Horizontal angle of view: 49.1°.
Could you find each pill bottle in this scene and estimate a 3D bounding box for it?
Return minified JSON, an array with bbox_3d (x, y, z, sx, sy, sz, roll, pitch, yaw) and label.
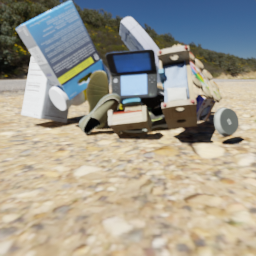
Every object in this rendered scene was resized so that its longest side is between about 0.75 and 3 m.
[{"bbox_3d":[-1.823,-1.601,10.663,1.255,1.255,2.255,12,42,42],"label":"pill bottle"}]

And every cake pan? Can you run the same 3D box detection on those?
[{"bbox_3d":[2.969,-0.183,8.389,0.923,0.923,0.169,-7,-3,-28],"label":"cake pan"}]

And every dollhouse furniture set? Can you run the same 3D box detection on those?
[{"bbox_3d":[0.687,-1.077,8.894,2.720,1.917,1.906,-7,-20,11],"label":"dollhouse furniture set"}]

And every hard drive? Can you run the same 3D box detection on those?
[{"bbox_3d":[0.293,-0.964,11.015,1.568,0.425,2.244,6,-25,-36],"label":"hard drive"}]

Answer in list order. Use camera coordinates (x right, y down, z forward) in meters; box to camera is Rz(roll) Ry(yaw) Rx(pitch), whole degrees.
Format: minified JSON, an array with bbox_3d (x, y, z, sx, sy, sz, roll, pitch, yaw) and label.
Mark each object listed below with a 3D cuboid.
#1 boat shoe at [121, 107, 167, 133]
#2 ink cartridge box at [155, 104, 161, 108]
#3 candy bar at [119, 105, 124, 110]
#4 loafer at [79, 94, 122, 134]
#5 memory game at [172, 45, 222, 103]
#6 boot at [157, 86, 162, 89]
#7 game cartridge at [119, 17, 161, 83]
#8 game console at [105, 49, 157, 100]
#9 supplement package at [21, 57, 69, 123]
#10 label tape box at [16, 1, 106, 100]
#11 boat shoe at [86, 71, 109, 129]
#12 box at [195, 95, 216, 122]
[{"bbox_3d":[0.768,-0.374,10.306,2.409,0.725,0.859,-10,29,-24],"label":"boat shoe"},{"bbox_3d":[1.442,-0.860,11.683,0.842,0.838,1.147,-9,47,-20],"label":"ink cartridge box"},{"bbox_3d":[-0.230,-0.772,10.333,0.928,0.231,0.103,11,46,36],"label":"candy bar"},{"bbox_3d":[-0.925,-0.398,9.586,0.694,1.845,0.643,39,16,-27],"label":"loafer"},{"bbox_3d":[2.785,-2.191,11.119,0.186,2.924,2.924,-40,-9,30],"label":"memory game"},{"bbox_3d":[1.663,-1.723,14.667,0.350,0.709,0.913,-9,46,-3],"label":"boot"},{"bbox_3d":[0.610,-2.848,10.389,0.518,2.496,1.662,-39,1,-9],"label":"game cartridge"},{"bbox_3d":[0.124,-1.727,9.302,1.617,1.380,0.957,-2,-6,12],"label":"game console"},{"bbox_3d":[-3.146,-1.520,11.176,1.304,2.381,1.354,10,0,37],"label":"supplement package"},{"bbox_3d":[-2.207,-2.642,9.790,0.913,2.763,1.980,9,44,49],"label":"label tape box"},{"bbox_3d":[-1.069,-1.073,10.352,0.809,2.264,0.744,7,28,6],"label":"boat shoe"},{"bbox_3d":[2.860,-0.754,10.911,0.365,1.047,1.759,34,22,26],"label":"box"}]
